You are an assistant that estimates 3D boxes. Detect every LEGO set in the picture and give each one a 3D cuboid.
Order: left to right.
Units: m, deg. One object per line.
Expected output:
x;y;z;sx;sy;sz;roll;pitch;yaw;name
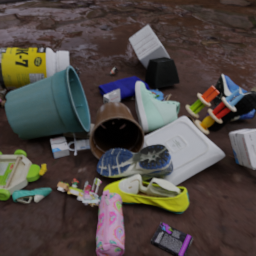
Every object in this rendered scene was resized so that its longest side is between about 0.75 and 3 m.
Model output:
-1.257;1.649;7.811;0.790;0.639;1.718;19;-7;-39;LEGO set

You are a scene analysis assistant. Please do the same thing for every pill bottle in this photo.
-3.918;-2.471;11.637;2.894;1.654;1.654;-3;36;-11;pill bottle

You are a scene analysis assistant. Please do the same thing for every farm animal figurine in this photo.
-5.511;-1.113;11.896;1.338;0.705;1.353;19;46;43;farm animal figurine

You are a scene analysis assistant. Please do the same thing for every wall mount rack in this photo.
-1.486;0.601;9.686;1.247;0.465;1.083;-8;48;-8;wall mount rack

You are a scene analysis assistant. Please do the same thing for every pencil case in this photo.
-0.459;2.390;7.028;0.719;0.719;1.644;-2;38;-2;pencil case

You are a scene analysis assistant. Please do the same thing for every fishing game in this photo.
1.042;-1.469;12.632;1.668;0.259;1.195;12;39;21;fishing game

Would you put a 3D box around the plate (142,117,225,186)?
1.573;0.627;9.150;2.230;0.360;2.225;-27;48;-10;plate

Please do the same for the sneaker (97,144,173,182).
0.205;1.238;8.488;2.505;1.067;0.965;-7;51;28;sneaker

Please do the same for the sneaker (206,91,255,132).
3.711;-0.826;10.272;0.835;2.205;0.966;38;42;-18;sneaker

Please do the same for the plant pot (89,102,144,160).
-0.448;0.044;9.553;1.751;1.751;1.734;-4;28;-6;plant pot

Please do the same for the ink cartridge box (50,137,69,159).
-2.414;0.617;9.782;0.527;0.308;0.909;-13;38;-17;ink cartridge box

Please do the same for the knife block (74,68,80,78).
-2.753;-2.494;13.563;0.918;0.806;0.294;-6;20;-8;knife block

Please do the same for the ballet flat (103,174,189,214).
0.489;1.726;7.832;2.430;0.814;0.812;9;31;13;ballet flat

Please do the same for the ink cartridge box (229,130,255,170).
3.622;0.599;8.406;0.609;1.039;1.419;-14;-1;2;ink cartridge box

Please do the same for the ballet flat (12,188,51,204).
-2.736;1.960;7.986;1.096;0.369;0.386;-4;61;-5;ballet flat

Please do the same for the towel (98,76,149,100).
-0.201;-1.736;12.830;1.989;0.493;1.469;-20;39;-21;towel

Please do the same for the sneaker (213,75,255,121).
4.481;-1.235;11.854;1.280;1.128;2.872;7;41;-10;sneaker

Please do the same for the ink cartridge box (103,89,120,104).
-0.658;-1.082;11.439;0.627;1.080;0.367;-31;46;-35;ink cartridge box

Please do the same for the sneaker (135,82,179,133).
1.151;-0.933;11.273;1.640;1.023;2.780;-8;45;-2;sneaker

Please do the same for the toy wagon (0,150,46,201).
-3.667;1.426;8.561;2.336;0.462;1.813;0;37;-1;toy wagon

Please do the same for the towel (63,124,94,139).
-1.788;0.094;10.599;1.158;0.200;0.767;5;35;7;towel

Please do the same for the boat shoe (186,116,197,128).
2.050;0.453;9.624;0.830;0.752;2.330;2;36;3;boat shoe

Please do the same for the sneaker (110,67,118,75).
-0.760;-2.958;14.676;0.354;0.266;0.757;-28;15;17;sneaker

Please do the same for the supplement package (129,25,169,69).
1.135;-4.055;14.633;1.315;1.311;2.243;-32;46;14;supplement package

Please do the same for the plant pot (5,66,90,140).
-2.821;-0.708;9.939;2.357;2.407;2.407;-16;37;3;plant pot

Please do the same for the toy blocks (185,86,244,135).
2.993;-0.855;9.674;0.644;1.774;1.479;23;33;-38;toy blocks

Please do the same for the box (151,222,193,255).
1.082;2.791;6.953;0.877;0.158;0.627;20;40;23;box

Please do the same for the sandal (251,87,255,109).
5.703;-1.413;12.334;0.826;0.555;2.057;15;39;19;sandal

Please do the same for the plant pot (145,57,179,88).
1.583;-2.707;13.385;1.299;1.152;1.296;-13;24;-16;plant pot
